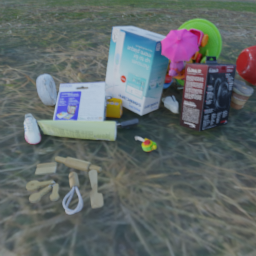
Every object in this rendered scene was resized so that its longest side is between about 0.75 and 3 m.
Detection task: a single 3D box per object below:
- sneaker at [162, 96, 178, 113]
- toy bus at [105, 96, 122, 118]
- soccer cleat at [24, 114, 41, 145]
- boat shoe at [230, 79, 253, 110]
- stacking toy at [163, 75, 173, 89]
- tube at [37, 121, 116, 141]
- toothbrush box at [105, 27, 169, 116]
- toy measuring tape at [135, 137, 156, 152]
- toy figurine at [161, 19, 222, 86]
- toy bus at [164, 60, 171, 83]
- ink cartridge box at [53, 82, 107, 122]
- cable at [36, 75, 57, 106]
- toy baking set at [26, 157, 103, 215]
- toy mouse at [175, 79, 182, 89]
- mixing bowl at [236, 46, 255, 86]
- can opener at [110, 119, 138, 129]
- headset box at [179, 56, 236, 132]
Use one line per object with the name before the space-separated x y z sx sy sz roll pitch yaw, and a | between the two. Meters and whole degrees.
sneaker | 1.716 -0.906 11.307 0.488 0.463 1.212 -3 27 -7
toy bus | -1.167 -0.868 11.112 1.868 0.608 0.731 7 34 9
soccer cleat | -3.380 0.019 9.684 0.501 0.619 1.434 -15 35 -19
boat shoe | 4.231 -1.472 11.512 1.066 1.011 2.815 18 21 6
stacking toy | 1.842 -3.268 12.759 1.565 2.696 1.480 36 35 6
tube | -1.694 0.039 9.489 2.565 0.744 0.666 2 22 0
toothbrush box | 0.319 -2.257 10.948 2.106 2.876 1.227 30 35 30
toy measuring tape | 0.497 0.533 9.136 0.390 0.390 1.059 -25 29 -34
toy figurine | 1.939 -2.562 10.004 1.954 2.602 2.395 26 28 24
toy bus | 0.680 -2.444 12.196 2.831 1.108 0.921 7 20 31
ink cartridge box | -1.744 -0.876 10.473 1.840 0.403 1.857 -1 58 4
cable | -3.320 -1.541 11.523 0.450 1.299 1.299 -9 26 2
toy baking set | -1.519 1.443 7.275 2.316 0.270 1.778 8 36 16
toy mouse | 3.080 -2.180 13.242 2.520 0.488 2.240 -5 32 -12
mixing bowl | 5.760 -3.015 13.077 1.043 1.926 1.926 6 31 -14
can opener | -0.190 -0.183 10.111 1.106 0.295 0.370 -13 67 -7
headset box | 2.758 -1.234 9.627 1.777 2.388 0.922 -12 21 -40
